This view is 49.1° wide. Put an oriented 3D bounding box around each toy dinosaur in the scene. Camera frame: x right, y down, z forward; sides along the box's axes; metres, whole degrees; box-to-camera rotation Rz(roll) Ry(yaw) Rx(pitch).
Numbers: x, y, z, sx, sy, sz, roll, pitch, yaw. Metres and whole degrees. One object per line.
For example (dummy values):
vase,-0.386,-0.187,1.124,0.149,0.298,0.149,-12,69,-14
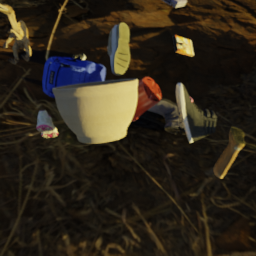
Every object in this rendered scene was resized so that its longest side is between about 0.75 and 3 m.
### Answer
toy dinosaur,-3.958,-3.166,10.489,0.867,2.980,1.507,2,68,2

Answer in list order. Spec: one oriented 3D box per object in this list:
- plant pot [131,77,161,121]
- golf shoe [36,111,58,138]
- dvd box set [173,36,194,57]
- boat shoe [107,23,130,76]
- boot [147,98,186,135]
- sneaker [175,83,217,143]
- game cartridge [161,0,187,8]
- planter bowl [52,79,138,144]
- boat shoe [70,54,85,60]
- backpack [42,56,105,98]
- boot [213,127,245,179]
plant pot,0.354,-0.992,9.132,1.218,1.185,1.218,26,51,-37
golf shoe,-2.534,-0.087,8.815,0.538,1.428,0.653,-6,74,-10
dvd box set,2.498,-3.684,12.640,1.073,0.158,0.785,3,74,-36
boat shoe,-0.354,-2.585,9.425,0.600,0.655,1.753,-1,80,46
boot,1.607,-0.466,11.573,2.050,0.715,1.349,7,55,10
sneaker,2.074,-0.539,8.449,0.996,2.007,0.710,-17,26,8
game cartridge,1.315,-5.445,11.212,1.997,0.383,1.295,34,40,9
planter bowl,-0.842,-0.476,7.982,2.369,1.594,2.369,-5,12,1
boat shoe,-2.732,-3.429,14.134,0.471,0.389,1.373,38,60,26
backpack,-2.048,-1.725,9.753,2.006,1.683,1.630,17,96,25
boot,2.964,0.709,8.361,0.423,1.279,1.120,25,31,7
